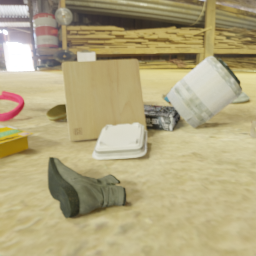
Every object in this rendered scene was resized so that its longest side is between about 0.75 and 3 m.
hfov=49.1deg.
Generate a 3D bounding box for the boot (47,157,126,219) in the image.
[{"bbox_3d":[-0.962,1.226,6.138,1.326,0.687,2.029,-3,22,-30],"label":"boot"}]

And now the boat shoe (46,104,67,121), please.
[{"bbox_3d":[-2.779,-0.711,13.075,0.872,0.752,2.391,24,33,22],"label":"boat shoe"}]

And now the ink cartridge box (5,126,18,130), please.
[{"bbox_3d":[-4.807,0.115,10.836,0.786,0.160,0.785,14,21,41],"label":"ink cartridge box"}]

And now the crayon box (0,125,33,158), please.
[{"bbox_3d":[-4.290,0.435,8.816,2.379,0.614,1.496,10,18,33],"label":"crayon box"}]

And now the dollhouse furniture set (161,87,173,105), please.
[{"bbox_3d":[2.912,-1.622,15.630,1.785,1.251,1.258,-36,25,36],"label":"dollhouse furniture set"}]

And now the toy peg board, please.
[{"bbox_3d":[-0.950,-0.983,10.573,2.763,2.775,1.357,-6,-4,-13],"label":"toy peg board"}]

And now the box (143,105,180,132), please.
[{"bbox_3d":[1.212,-0.503,12.248,1.886,0.595,2.391,5,16,17],"label":"box"}]

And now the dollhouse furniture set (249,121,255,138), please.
[{"bbox_3d":[5.243,-0.521,10.117,1.204,1.718,1.211,10,16,36],"label":"dollhouse furniture set"}]

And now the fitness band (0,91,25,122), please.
[{"bbox_3d":[-5.971,-1.022,13.210,2.367,0.443,1.700,14,47,24],"label":"fitness band"}]

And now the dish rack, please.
[{"bbox_3d":[-0.234,0.330,8.837,1.632,0.414,1.902,-5,23,8],"label":"dish rack"}]

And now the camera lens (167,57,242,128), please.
[{"bbox_3d":[3.054,-1.435,11.174,2.459,1.967,1.967,-40,6,17],"label":"camera lens"}]

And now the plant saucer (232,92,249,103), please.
[{"bbox_3d":[6.265,-2.130,17.795,2.712,0.681,2.712,-3,16,1],"label":"plant saucer"}]
